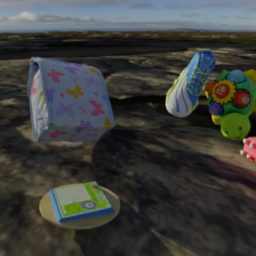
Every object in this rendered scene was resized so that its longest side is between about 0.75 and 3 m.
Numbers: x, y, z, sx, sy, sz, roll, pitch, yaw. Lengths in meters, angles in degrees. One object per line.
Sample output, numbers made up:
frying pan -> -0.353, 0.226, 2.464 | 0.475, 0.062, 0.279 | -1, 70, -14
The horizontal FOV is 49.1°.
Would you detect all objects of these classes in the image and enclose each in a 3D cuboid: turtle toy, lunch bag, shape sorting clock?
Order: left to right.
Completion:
lunch bag -> -1.623, -0.800, 7.638 | 1.916, 2.260, 1.437 | 1, -25, -36
shape sorting clock -> -0.955, 1.547, 5.657 | 1.589, 0.312, 1.589 | 1, 17, 0
turtle toy -> 3.363, -0.801, 9.102 | 1.835, 2.518, 1.273 | -24, -25, 38

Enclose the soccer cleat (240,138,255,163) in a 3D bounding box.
soccer cleat -> 3.684, 0.854, 6.827 | 0.909, 0.793, 2.377 | 1, 19, -9

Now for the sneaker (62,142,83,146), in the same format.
sneaker -> -1.422, -0.143, 8.577 | 0.635, 0.972, 1.737 | 23, 22, 12

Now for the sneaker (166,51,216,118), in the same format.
sneaker -> 2.157, -1.677, 9.479 | 1.085, 1.505, 2.866 | 25, 52, 8
